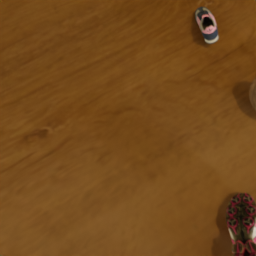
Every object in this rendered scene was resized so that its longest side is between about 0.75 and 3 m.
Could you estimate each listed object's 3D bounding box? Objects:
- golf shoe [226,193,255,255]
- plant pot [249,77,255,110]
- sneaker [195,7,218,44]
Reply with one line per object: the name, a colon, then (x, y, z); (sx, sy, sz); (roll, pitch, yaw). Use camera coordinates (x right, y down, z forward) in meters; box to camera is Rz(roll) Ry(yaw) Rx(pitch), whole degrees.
golf shoe: (2.986, 2.731, 7.117); (0.787, 0.999, 2.169); (-12, 44, 29)
plant pot: (4.376, -0.886, 8.039); (1.658, 1.658, 0.765); (20, 39, 8)
sneaker: (2.714, -3.775, 9.736); (0.616, 0.720, 1.756); (-21, 56, 15)
